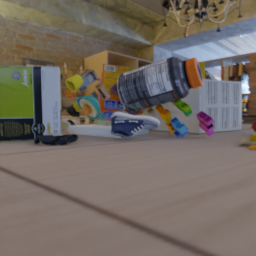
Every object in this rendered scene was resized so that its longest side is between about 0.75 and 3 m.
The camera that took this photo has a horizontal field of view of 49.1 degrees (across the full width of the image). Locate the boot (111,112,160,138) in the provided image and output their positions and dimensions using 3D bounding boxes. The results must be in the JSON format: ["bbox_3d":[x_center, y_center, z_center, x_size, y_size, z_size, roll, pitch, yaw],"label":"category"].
[{"bbox_3d":[0.215,0.002,8.493,1.522,0.687,0.554,7,-32,-8],"label":"boot"}]

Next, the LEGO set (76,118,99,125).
[{"bbox_3d":[-1.477,-0.271,12.095,1.060,0.798,1.378,4,5,45],"label":"LEGO set"}]

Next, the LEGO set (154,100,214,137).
[{"bbox_3d":[1.809,-0.252,9.808,1.054,1.134,2.763,-35,38,-4],"label":"LEGO set"}]

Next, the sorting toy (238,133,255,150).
[{"bbox_3d":[3.480,0.305,7.154,1.207,0.292,2.144,2,4,24],"label":"sorting toy"}]

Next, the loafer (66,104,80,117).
[{"bbox_3d":[-2.488,-0.747,12.581,0.556,0.559,1.537,-4,-11,-8],"label":"loafer"}]

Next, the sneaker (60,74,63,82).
[{"bbox_3d":[-3.688,-1.252,9.939,1.487,2.850,0.856,38,29,-20],"label":"sneaker"}]

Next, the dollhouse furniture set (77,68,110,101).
[{"bbox_3d":[-1.485,-1.528,11.271,0.985,1.398,0.980,-38,25,-6],"label":"dollhouse furniture set"}]

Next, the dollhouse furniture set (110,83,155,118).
[{"bbox_3d":[0.618,-1.196,13.047,2.180,1.953,2.752,35,51,12],"label":"dollhouse furniture set"}]

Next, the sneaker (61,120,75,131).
[{"bbox_3d":[-2.636,-0.129,12.529,0.663,0.458,1.192,-13,4,-34],"label":"sneaker"}]

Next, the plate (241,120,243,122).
[{"bbox_3d":[5.064,-0.291,15.961,2.772,0.354,2.772,0,3,0],"label":"plate"}]

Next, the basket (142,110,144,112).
[{"bbox_3d":[0.237,-0.710,16.390,1.232,0.972,1.397,3,36,34],"label":"basket"}]

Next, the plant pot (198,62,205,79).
[{"bbox_3d":[2.307,-1.974,15.068,2.804,2.804,2.473,11,26,36],"label":"plant pot"}]

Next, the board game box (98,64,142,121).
[{"bbox_3d":[-0.397,-1.569,13.795,2.068,2.066,2.067,6,-40,-10],"label":"board game box"}]

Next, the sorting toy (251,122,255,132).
[{"bbox_3d":[4.704,0.120,9.558,0.718,0.491,1.195,-15,14,9],"label":"sorting toy"}]

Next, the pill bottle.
[{"bbox_3d":[1.116,-1.532,9.578,2.725,1.447,1.447,-13,-2,24],"label":"pill bottle"}]

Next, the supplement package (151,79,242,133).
[{"bbox_3d":[2.930,-0.942,12.124,2.864,2.106,2.739,-4,5,-37],"label":"supplement package"}]

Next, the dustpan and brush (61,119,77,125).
[{"bbox_3d":[-3.361,-0.231,15.083,1.669,0.478,1.165,-6,7,23],"label":"dustpan and brush"}]

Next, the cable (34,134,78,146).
[{"bbox_3d":[-1.914,0.323,7.528,1.135,0.288,0.926,-3,-1,-6],"label":"cable"}]

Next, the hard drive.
[{"bbox_3d":[-0.729,0.085,10.121,2.450,0.327,1.616,3,4,37],"label":"hard drive"}]

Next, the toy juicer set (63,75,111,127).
[{"bbox_3d":[-1.410,-0.615,9.419,0.611,2.246,1.429,-47,13,-30],"label":"toy juicer set"}]

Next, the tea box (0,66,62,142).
[{"bbox_3d":[-3.123,-0.721,8.535,2.110,2.145,1.433,-1,4,-13],"label":"tea box"}]
